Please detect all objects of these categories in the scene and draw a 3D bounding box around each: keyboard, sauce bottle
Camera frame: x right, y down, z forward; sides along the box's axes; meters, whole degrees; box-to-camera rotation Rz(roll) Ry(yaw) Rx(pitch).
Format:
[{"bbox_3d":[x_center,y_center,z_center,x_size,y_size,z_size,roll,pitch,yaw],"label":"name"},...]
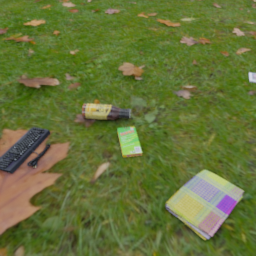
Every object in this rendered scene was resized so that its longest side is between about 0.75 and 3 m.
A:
[{"bbox_3d":[-3.616,0.782,10.198,1.473,0.239,2.318,14,42,16],"label":"keyboard"},{"bbox_3d":[-0.900,-0.653,11.647,1.990,0.657,0.657,2,39,3],"label":"sauce bottle"}]

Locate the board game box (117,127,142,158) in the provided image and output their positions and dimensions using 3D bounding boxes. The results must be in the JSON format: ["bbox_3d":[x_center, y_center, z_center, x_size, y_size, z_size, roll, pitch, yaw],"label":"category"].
[{"bbox_3d":[0.034,0.501,10.548,0.707,0.222,1.480,-5,43,-8],"label":"board game box"}]

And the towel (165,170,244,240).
[{"bbox_3d":[2.309,2.193,8.445,1.563,0.248,2.176,30,47,33],"label":"towel"}]

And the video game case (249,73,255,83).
[{"bbox_3d":[6.723,-2.543,14.390,0.958,0.110,0.873,10,40,12],"label":"video game case"}]
